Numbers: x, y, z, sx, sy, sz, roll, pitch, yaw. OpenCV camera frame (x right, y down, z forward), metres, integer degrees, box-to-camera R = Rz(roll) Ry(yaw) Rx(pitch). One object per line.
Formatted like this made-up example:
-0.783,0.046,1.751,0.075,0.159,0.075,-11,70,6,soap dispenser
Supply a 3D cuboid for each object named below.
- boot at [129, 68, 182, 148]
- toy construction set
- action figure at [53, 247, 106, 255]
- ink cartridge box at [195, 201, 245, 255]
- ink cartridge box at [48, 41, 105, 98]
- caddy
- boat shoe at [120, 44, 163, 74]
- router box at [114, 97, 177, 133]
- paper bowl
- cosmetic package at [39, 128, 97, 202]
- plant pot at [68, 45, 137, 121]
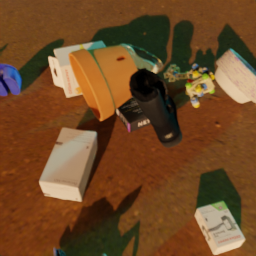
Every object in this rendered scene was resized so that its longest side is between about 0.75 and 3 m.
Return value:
0.840,-1.027,9.178,1.085,2.387,2.841,-22,40,10,boot
2.728,-2.006,12.110,1.635,1.149,2.494,-39,47,-2,toy construction set
-1.330,3.622,6.817,1.934,1.046,1.999,-12,47,-23,action figure
2.557,2.799,7.902,0.868,0.501,1.193,-13,48,-12,ink cartridge box
-2.033,-2.506,12.100,2.477,1.592,1.551,-16,45,-13,ink cartridge box
-5.160,-2.048,11.825,1.117,1.580,0.829,-7,65,-7,caddy
0.588,-3.398,13.518,2.453,0.877,0.733,39,58,24,boat shoe
0.621,-0.855,11.294,2.142,0.547,1.597,-21,51,-18,router box
4.522,-1.973,11.431,2.392,1.244,2.392,33,30,-22,paper bowl
-1.862,1.151,9.167,1.269,0.913,2.250,7,46,4,cosmetic package
-0.779,-1.822,10.324,1.865,2.664,2.664,-26,52,-13,plant pot
